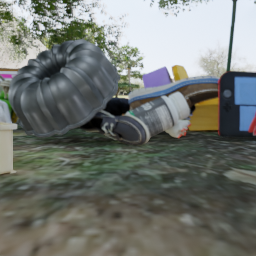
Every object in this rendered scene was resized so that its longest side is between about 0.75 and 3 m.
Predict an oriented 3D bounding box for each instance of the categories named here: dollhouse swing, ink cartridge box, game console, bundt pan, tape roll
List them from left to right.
[{"bbox_3d":[-3.952,-1.014,7.534,2.384,0.442,1.129,-5,-32,-26],"label":"ink cartridge box"},{"bbox_3d":[-1.394,-0.945,5.614,2.337,0.877,2.337,-16,43,15],"label":"bundt pan"},{"bbox_3d":[1.128,-0.955,8.722,0.754,1.774,1.774,-20,1,14],"label":"tape roll"},{"bbox_3d":[2.480,-1.045,8.536,1.965,1.901,2.163,-3,8,21],"label":"dollhouse swing"},{"bbox_3d":[2.694,-0.489,5.952,1.579,1.396,0.245,2,-7,-2],"label":"game console"}]

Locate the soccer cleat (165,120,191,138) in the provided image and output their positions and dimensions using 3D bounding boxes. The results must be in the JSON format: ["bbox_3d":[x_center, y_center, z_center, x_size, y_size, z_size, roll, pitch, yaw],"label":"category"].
[{"bbox_3d":[1.172,-0.039,6.637,0.463,0.414,1.194,31,16,17],"label":"soccer cleat"}]

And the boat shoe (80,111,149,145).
[{"bbox_3d":[-0.338,0.035,5.530,1.694,0.615,0.531,18,31,42],"label":"boat shoe"}]

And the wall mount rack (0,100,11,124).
[{"bbox_3d":[-3.164,-0.018,4.954,1.938,0.832,2.230,-16,11,-26],"label":"wall mount rack"}]

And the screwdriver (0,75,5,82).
[{"bbox_3d":[-2.637,-0.744,7.175,0.341,0.356,2.445,12,-28,19],"label":"screwdriver"}]

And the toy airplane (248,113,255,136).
[{"bbox_3d":[3.279,-0.450,5.223,2.524,2.524,0.464,-3,46,-28],"label":"toy airplane"}]

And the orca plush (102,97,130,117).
[{"bbox_3d":[-0.900,-0.289,8.485,2.816,1.001,1.481,6,-32,-3],"label":"orca plush"}]

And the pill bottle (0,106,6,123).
[{"bbox_3d":[-2.715,-0.128,5.170,0.791,0.450,0.450,-19,15,-33],"label":"pill bottle"}]

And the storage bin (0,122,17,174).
[{"bbox_3d":[-2.216,0.247,3.282,1.284,0.606,1.294,6,9,42],"label":"storage bin"}]

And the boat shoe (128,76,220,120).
[{"bbox_3d":[1.247,-0.603,7.106,2.591,0.938,0.936,-9,-15,29],"label":"boat shoe"}]

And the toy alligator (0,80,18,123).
[{"bbox_3d":[-3.193,-0.389,7.086,0.855,0.782,2.882,11,-15,-26],"label":"toy alligator"}]

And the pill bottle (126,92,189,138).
[{"bbox_3d":[0.613,-0.245,5.835,1.196,0.676,0.676,-24,8,-4],"label":"pill bottle"}]
